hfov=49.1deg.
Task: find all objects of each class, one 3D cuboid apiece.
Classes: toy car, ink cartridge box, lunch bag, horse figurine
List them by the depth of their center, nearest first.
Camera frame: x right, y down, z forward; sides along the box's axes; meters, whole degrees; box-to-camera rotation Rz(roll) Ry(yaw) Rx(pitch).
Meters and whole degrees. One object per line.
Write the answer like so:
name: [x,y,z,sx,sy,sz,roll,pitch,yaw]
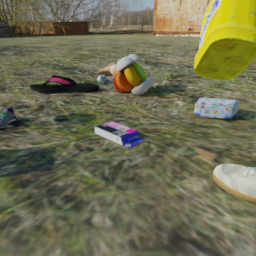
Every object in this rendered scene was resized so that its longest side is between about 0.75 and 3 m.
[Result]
ink cartridge box: [-0.237,0.155,7.453,0.629,0.246,1.328,-20,32,-41]
lunch bag: [2.892,-0.659,9.106,1.337,0.505,1.071,10,22,25]
toy car: [0.077,-2.082,11.736,1.376,1.606,1.836,-31,8,28]
horse figurine: [-0.426,-3.070,14.794,1.672,0.630,2.523,-23,35,-21]

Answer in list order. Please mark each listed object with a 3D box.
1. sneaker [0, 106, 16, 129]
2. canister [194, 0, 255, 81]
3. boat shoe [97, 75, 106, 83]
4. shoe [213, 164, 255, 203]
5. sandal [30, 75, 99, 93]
sneaker: [-3.712,-0.315,8.296,0.381,0.448,1.023,2,22,6]
canister: [2.255,-2.542,6.289,1.045,2.415,1.794,10,-15,1]
boat shoe: [-1.326,-2.338,13.557,0.345,0.380,1.033,-12,11,14]
shoe: [2.614,0.988,4.826,2.303,0.615,0.805,17,27,36]
sandal: [-2.699,-1.923,12.014,2.884,0.650,1.083,-2,22,-5]
